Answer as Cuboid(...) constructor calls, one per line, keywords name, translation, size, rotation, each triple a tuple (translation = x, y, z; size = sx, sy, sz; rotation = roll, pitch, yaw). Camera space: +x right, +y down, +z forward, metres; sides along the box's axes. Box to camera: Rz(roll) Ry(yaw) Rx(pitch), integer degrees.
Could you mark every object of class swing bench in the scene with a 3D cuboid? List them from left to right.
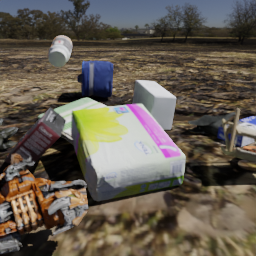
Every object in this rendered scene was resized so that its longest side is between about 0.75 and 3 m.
Cuboid(name="swing bench", translation=(2.548, 0.262, 5.871), size=(0.997, 1.002, 0.650), rotation=(15, -26, -9))

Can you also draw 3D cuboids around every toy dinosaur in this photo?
Cuboid(name="toy dinosaur", translation=(-2.117, 0.960, 3.908), size=(2.997, 1.531, 2.034), rotation=(11, 24, -15))

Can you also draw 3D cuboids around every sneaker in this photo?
Cuboid(name="sneaker", translation=(2.653, -0.189, 8.639), size=(1.654, 0.497, 0.863), rotation=(-25, 33, -37))

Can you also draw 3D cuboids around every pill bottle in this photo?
Cuboid(name="pill bottle", translation=(-1.630, -1.838, 6.722), size=(0.495, 0.495, 0.850), rotation=(-1, 39, -1))

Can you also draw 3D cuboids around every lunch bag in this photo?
Cuboid(name="lunch bag", translation=(-1.532, -2.258, 12.644), size=(1.491, 1.531, 2.254), rotation=(2, 13, -10))

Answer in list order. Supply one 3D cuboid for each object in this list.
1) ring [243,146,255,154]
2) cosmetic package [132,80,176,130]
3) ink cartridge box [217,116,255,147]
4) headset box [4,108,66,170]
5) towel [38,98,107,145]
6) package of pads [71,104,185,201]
Cuboid(name="ring", translation=(3.118, 0.571, 6.407), size=(0.924, 0.089, 0.924), rotation=(6, 10, -1))
Cuboid(name="cosmetic package", translation=(0.769, -0.802, 9.063), size=(0.740, 1.054, 2.078), rotation=(2, 22, -14))
Cuboid(name="ink cartridge box", translation=(3.464, 0.069, 8.128), size=(1.703, 0.376, 0.800), rotation=(-13, 25, -33))
Cuboid(name="headset box", translation=(-1.988, 0.212, 6.280), size=(1.386, 0.520, 1.030), rotation=(-44, 18, 12))
Cuboid(name="towel", translation=(-1.033, -0.093, 7.856), size=(2.646, 0.309, 2.018), rotation=(26, 39, 35))
Cuboid(name="package of pads", translation=(-0.175, 0.359, 6.033), size=(1.894, 0.836, 2.452), rotation=(-7, 33, -19))
